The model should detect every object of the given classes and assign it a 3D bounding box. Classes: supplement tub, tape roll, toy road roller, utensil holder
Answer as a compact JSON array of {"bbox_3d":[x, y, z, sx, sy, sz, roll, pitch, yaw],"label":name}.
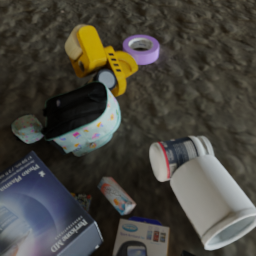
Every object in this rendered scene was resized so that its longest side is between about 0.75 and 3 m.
[{"bbox_3d":[1.536,0.876,8.236,1.627,1.142,1.142,-10,50,-9],"label":"supplement tub"},{"bbox_3d":[0.558,-3.486,12.466,1.590,0.522,1.590,1,49,-1],"label":"tape roll"},{"bbox_3d":[-0.896,-2.405,10.211,1.948,1.640,2.669,-27,95,-27],"label":"toy road roller"},{"bbox_3d":[2.142,1.840,7.145,1.573,1.573,1.851,-16,49,-13],"label":"utensil holder"}]

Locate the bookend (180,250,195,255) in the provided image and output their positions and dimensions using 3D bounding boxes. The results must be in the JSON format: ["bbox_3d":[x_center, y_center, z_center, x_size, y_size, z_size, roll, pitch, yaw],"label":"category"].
[{"bbox_3d":[1.669,3.863,5.857,1.746,0.809,1.757,19,52,17],"label":"bookend"}]

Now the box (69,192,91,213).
[{"bbox_3d":[-1.494,2.107,7.817,0.833,0.166,0.570,5,49,5],"label":"box"}]

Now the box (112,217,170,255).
[{"bbox_3d":[0.267,3.157,6.741,1.304,0.454,2.191,8,51,7],"label":"box"}]

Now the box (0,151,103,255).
[{"bbox_3d":[-2.418,2.410,6.482,2.622,1.616,2.600,-38,60,-24],"label":"box"}]

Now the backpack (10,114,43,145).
[{"bbox_3d":[-3.260,0.037,9.084,0.992,0.753,1.189,-40,41,-18],"label":"backpack"}]

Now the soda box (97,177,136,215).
[{"bbox_3d":[-0.330,1.830,7.622,1.141,0.363,0.390,40,17,34],"label":"soda box"}]

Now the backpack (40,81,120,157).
[{"bbox_3d":[-1.322,-0.310,8.713,2.231,1.710,1.961,-27,45,17],"label":"backpack"}]
